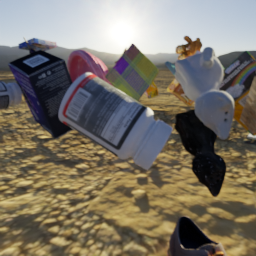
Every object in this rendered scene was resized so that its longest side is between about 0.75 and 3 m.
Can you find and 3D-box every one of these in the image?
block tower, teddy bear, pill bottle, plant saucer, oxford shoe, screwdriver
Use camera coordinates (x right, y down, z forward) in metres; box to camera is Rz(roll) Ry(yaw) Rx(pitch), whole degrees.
[{"bbox_3d":[2.537,-0.532,5.181,0.496,1.717,0.464,-22,56,-4],"label":"block tower"},{"bbox_3d":[2.531,-3.330,11.964,1.510,1.095,0.504,-51,23,-24],"label":"teddy bear"},{"bbox_3d":[-0.252,-0.122,6.044,2.206,1.256,1.256,32,22,5],"label":"pill bottle"},{"bbox_3d":[-1.160,-1.213,9.023,0.663,2.616,2.616,-20,24,-27],"label":"plant saucer"},{"bbox_3d":[1.782,-2.093,10.299,0.660,0.179,1.888,27,20,-14],"label":"plant saucer"},{"bbox_3d":[-3.306,-0.754,6.823,0.723,0.723,1.242,13,20,37],"label":"pill bottle"},{"bbox_3d":[1.342,2.574,4.598,1.014,1.037,2.844,-5,18,-16],"label":"oxford shoe"},{"bbox_3d":[-3.140,-2.586,8.953,0.214,0.223,1.531,17,-14,-4],"label":"screwdriver"}]

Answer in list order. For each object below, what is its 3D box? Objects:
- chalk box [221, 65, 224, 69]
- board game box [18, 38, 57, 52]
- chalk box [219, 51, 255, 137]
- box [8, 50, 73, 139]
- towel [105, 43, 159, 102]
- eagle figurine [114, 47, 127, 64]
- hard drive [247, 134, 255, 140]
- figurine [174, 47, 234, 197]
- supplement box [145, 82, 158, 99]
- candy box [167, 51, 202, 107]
[{"bbox_3d":[3.039,-1.908,10.319,0.914,0.921,1.475,-39,-5,39],"label":"chalk box"},{"bbox_3d":[-3.019,-2.749,9.351,0.887,0.192,0.883,-3,4,37],"label":"board game box"},{"bbox_3d":[3.598,-1.183,8.467,1.448,1.459,2.337,37,29,-20],"label":"chalk box"},{"bbox_3d":[-2.149,-0.917,7.556,1.016,1.948,1.442,-33,40,-26],"label":"box"},{"bbox_3d":[0.159,-1.566,8.117,0.194,1.225,1.706,-19,32,54],"label":"towel"},{"bbox_3d":[0.143,-2.263,11.390,1.217,1.613,1.224,-39,-3,3],"label":"eagle figurine"},{"bbox_3d":[6.133,0.385,13.410,0.594,0.120,0.901,12,20,34],"label":"hard drive"},{"bbox_3d":[1.757,-0.182,6.324,1.110,2.579,2.516,-5,36,3],"label":"figurine"},{"bbox_3d":[0.819,-1.634,11.135,0.449,0.446,0.820,-24,60,-2],"label":"supplement box"},{"bbox_3d":[2.627,-1.969,11.311,1.128,1.955,0.541,33,11,-27],"label":"candy box"}]
